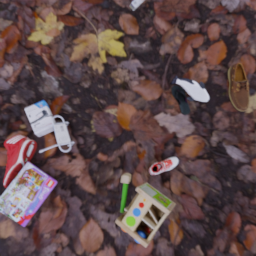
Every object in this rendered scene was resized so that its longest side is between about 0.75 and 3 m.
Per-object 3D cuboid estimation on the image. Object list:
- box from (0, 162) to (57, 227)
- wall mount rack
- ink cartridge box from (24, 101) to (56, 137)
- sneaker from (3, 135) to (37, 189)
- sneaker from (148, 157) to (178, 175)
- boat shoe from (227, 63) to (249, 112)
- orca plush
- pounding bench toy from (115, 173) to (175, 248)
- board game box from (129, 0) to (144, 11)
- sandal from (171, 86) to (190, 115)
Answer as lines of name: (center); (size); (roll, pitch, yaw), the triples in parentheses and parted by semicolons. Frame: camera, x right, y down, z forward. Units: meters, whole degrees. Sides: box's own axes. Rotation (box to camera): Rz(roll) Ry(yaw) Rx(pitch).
box: (-3.764, 2.431, 10.342); (1.342, 0.384, 1.962); (38, 77, -10)
wall mount rack: (-2.842, 0.334, 10.834); (1.314, 0.564, 1.512); (-10, 73, -32)
ink cartridge box: (-3.483, -0.362, 11.230); (0.861, 0.502, 1.191); (-26, 77, -7)
sneaker: (-4.402, 1.229, 10.836); (1.174, 0.797, 2.033); (25, 83, 31)
sneaker: (1.390, 1.440, 10.654); (1.273, 0.682, 0.425); (-22, 76, -6)
boat shoe: (4.557, -1.703, 11.489); (0.736, 0.690, 2.044); (-3, 75, -1)
orca plush: (2.577, -1.626, 11.625); (1.687, 0.600, 0.888); (17, 112, 1)
pounding bench toy: (0.182, 1.901, 6.661); (1.423, 0.884, 1.110); (35, 97, 16)
board game box: (0.706, -5.225, 10.922); (1.463, 0.984, 0.250); (-41, 105, 8)
sandal: (2.217, -1.193, 11.544); (0.510, 0.325, 1.356); (-21, 76, -6)
